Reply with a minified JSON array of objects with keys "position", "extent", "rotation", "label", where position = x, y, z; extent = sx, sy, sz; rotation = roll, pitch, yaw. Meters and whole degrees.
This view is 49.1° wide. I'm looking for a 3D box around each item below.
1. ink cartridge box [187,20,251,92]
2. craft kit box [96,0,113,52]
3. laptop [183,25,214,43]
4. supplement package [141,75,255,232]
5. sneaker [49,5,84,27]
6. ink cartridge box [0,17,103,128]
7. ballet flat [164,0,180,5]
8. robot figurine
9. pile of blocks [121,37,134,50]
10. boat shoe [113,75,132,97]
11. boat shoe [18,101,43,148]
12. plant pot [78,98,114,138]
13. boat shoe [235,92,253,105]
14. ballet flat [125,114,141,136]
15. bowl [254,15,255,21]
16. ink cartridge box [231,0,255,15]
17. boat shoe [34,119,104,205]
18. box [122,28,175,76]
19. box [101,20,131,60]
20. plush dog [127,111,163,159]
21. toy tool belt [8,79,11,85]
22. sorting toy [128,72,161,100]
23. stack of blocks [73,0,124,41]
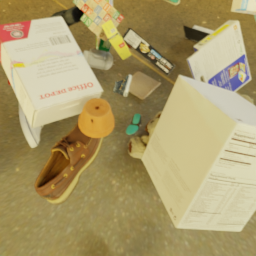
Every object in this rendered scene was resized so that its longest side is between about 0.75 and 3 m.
[{"position":[3.096,-2.048,9.718],"extent":[2.372,2.344,0.557],"rotation":[-35,34,-11],"label":"ink cartridge box"},{"position":[-0.984,-4.454,11.309],"extent":[0.618,2.546,2.514],"rotation":[2,87,-10],"label":"craft kit box"},{"position":[4.098,-4.991,14.497],"extent":[2.031,1.257,2.169],"rotation":[25,56,17],"label":"laptop"},{"position":[2.108,0.614,7.255],"extent":[2.086,2.837,2.713],"rotation":[11,26,-23],"label":"supplement package"},{"position":[-2.352,-4.263,10.780],"extent":[1.199,0.690,2.299],"rotation":[-8,28,20],"label":"sneaker"},{"position":[-2.319,-1.647,8.028],"extent":[2.047,1.187,2.774],"rotation":[-21,76,-31],"label":"ink cartridge box"},{"position":[1.348,-4.851,10.341],"extent":[1.188,0.370,0.401],"rotation":[31,98,3],"label":"ballet flat"},{"position":[-1.110,-2.617,10.714],"extent":[1.227,1.041,0.693],"rotation":[9,94,-10],"label":"robot figurine"},{"position":[-0.044,-3.509,11.645],"extent":[0.955,0.392,0.297],"rotation":[25,50,22],"label":"pile of blocks"},{"position":[-0.162,-1.270,7.995],"extent":[0.423,0.330,0.933],"rotation":[16,41,-4],"label":"boat shoe"},{"position":[-3.742,-0.437,11.217],"extent":[0.927,1.015,2.821],"rotation":[-18,46,-8],"label":"boat shoe"},{"position":[-0.823,-0.315,7.304],"extent":[0.965,0.675,0.965],"rotation":[4,53,-5],"label":"plant pot"},{"position":[4.609,-0.847,11.398],"extent":[1.017,1.111,2.972],"rotation":[-36,60,-18],"label":"boat shoe"},{"position":[0.212,-0.004,9.341],"extent":[0.418,0.418,1.143],"rotation":[14,43,10],"label":"ballet flat"},{"position":[4.738,-3.938,9.483],"extent":[0.898,0.898,0.470],"rotation":[-36,21,-24],"label":"bowl"},{"position":[3.959,-4.000,8.897],"extent":[1.042,0.652,0.669],"rotation":[5,17,-8],"label":"ink cartridge box"},{"position":[-1.631,0.743,8.041],"extent":[1.043,0.979,2.898],"rotation":[17,68,32],"label":"boat shoe"},{"position":[0.693,-2.842,10.300],"extent":[2.022,0.506,2.037],"rotation":[38,15,-14],"label":"box"},{"position":[-0.337,-2.683,8.678],"extent":[0.360,1.438,0.541],"rotation":[-29,70,9],"label":"box"},{"position":[1.281,0.234,10.292],"extent":[1.810,2.256,1.938],"rotation":[26,60,-22],"label":"plush dog"},{"position":[-3.835,-1.967,10.366],"extent":[0.804,1.309,0.817],"rotation":[4,56,-42],"label":"toy tool belt"},{"position":[0.563,-1.928,12.801],"extent":[1.436,0.262,1.329],"rotation":[31,58,27],"label":"sorting toy"},{"position":[-1.046,-3.693,8.956],"extent":[0.959,0.488,1.666],"rotation":[-48,67,16],"label":"stack of blocks"}]
